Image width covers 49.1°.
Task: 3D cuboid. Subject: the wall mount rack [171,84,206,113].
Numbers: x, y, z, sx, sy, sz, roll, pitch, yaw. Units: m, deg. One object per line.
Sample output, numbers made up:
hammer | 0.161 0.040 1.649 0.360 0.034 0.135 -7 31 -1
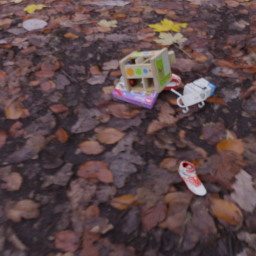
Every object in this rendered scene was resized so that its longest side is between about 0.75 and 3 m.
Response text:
wall mount rack | 2.685 -1.400 12.605 1.512 0.564 1.314 -19 75 -19

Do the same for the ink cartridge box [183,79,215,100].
ink cartridge box | 3.359 -1.775 13.282 1.191 0.502 0.861 -26 50 -24

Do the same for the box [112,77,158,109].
box | 0.421 -1.769 13.081 1.962 0.384 1.342 19 66 18

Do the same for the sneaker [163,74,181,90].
sneaker | 1.604 -2.221 13.784 2.033 0.797 1.174 9 21 19

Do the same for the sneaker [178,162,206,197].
sneaker | 2.197 1.714 9.566 0.425 0.682 1.273 -23 49 -22

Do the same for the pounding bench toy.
pounding bench toy | 0.560 -1.649 7.662 1.110 0.884 1.423 4 33 32
